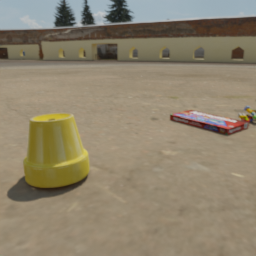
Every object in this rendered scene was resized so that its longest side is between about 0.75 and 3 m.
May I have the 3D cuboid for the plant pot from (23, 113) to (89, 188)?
[{"bbox_3d":[-1.792,0.453,6.842,1.584,1.490,1.584,-4,14,1],"label":"plant pot"}]

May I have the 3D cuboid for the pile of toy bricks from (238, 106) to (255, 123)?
[{"bbox_3d":[5.441,-0.492,11.830,1.439,0.799,0.711,1,46,-31],"label":"pile of toy bricks"}]

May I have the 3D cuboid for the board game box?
[{"bbox_3d":[3.297,-0.293,11.682,1.474,0.278,2.863,-12,20,-38],"label":"board game box"}]
